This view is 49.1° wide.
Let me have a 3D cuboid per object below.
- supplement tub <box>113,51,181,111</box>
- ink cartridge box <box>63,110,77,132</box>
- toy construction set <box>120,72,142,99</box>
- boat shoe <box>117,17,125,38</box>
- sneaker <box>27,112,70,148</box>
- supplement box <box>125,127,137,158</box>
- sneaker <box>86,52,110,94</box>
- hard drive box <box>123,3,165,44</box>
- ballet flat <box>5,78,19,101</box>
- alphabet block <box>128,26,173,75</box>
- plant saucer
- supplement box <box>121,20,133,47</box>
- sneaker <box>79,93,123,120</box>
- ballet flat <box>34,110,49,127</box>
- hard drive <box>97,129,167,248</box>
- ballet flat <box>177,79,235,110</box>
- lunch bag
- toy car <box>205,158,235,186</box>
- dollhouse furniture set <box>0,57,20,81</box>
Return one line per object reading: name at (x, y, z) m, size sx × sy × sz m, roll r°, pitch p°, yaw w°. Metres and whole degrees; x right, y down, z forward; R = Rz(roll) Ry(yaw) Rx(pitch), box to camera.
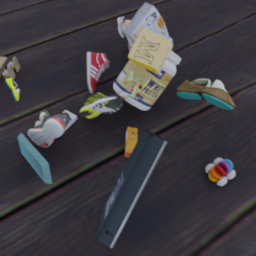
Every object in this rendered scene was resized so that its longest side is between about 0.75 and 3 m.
supplement tub at (0.694, -1.963, 10.224) m, size 1.651 × 1.651 × 2.286 m, roll 45°, pitch 108°, yaw 29°
ink cartridge box at (-2.453, -0.143, 10.294) m, size 0.552 × 0.216 × 1.165 m, roll 28°, pitch 53°, yaw 18°
toy construction set at (0.135, -1.325, 9.206) m, size 0.430 × 0.612 × 0.934 m, roll 27°, pitch 91°, yaw 54°
boat shoe at (-0.224, -3.909, 10.878) m, size 0.259 × 0.298 × 0.808 m, roll -10°, pitch 82°, yaw 25°
sneaker at (-2.533, 0.037, 9.234) m, size 2.046 × 0.788 × 0.838 m, roll -18°, pitch 26°, yaw 43°
supplement box at (0.107, 0.500, 9.653) m, size 0.362 × 0.374 × 1.087 m, roll 9°, pitch 52°, yaw -8°
sneaker at (-1.176, -2.189, 11.115) m, size 0.926 × 0.586 × 1.646 m, roll -2°, pitch 89°, yaw -5°
hard drive box at (0.531, -3.266, 9.119) m, size 1.163 × 0.906 × 0.447 m, roll -52°, pitch 53°, yaw 6°
ballet flat at (-3.634, -1.241, 8.942) m, size 0.263 × 0.262 × 0.783 m, roll -29°, pitch 90°, yaw -22°
alphabet block at (0.690, -2.305, 8.438) m, size 0.984 × 0.979 × 1.003 m, roll 27°, pitch 96°, yaw 9°
plant saucer at (-2.914, 0.920, 8.587) m, size 0.204 × 0.752 × 2.152 m, roll -22°, pitch 36°, yaw -33°
supplement box at (0.229, -3.555, 10.532) m, size 0.599 × 0.350 × 0.951 m, roll -17°, pitch 80°, yaw -38°
sneaker at (-0.989, -0.946, 10.012) m, size 1.956 × 0.728 × 0.828 m, roll -14°, pitch 54°, yaw 36°
ballet flat at (-3.209, -0.207, 10.245) m, size 0.415 × 0.415 × 1.119 m, roll 5°, pitch 52°, yaw 4°
hard drive at (0.049, 1.354, 7.133) m, size 0.448 × 1.901 × 2.724 m, roll 27°, pitch 92°, yaw -3°
ballet flat at (2.730, -1.276, 9.664) m, size 2.315 × 0.785 × 0.837 m, roll 22°, pitch 80°, yaw 48°
lunch bag at (0.918, -3.783, 12.040) m, size 1.703 × 2.050 × 2.445 m, roll -5°, pitch 51°, yaw -4°
toy car at (2.928, 1.310, 8.786) m, size 0.870 × 0.652 × 0.761 m, roll -30°, pitch 61°, yaw -20°
dollhouse furniture set at (-5.666, -2.492, 11.567) m, size 1.552 × 1.176 × 1.771 m, roll 6°, pitch 51°, yaw 4°
